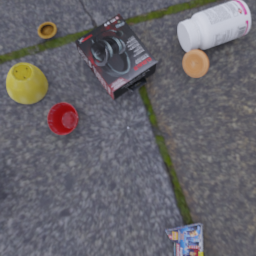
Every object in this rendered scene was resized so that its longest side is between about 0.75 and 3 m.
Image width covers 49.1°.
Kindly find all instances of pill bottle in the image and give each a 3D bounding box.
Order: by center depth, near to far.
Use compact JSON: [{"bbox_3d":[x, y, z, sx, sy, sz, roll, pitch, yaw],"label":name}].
[{"bbox_3d":[3.531,-4.195,11.701,2.655,1.505,1.505,-21,78,-5],"label":"pill bottle"}]

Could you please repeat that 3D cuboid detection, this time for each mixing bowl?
[{"bbox_3d":[-2.475,-0.333,11.161,1.276,0.691,1.276,-1,86,15],"label":"mixing bowl"}]

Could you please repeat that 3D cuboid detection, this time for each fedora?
[{"bbox_3d":[-3.519,-4.223,12.306,0.855,0.349,0.855,-1,79,4],"label":"fedora"}]

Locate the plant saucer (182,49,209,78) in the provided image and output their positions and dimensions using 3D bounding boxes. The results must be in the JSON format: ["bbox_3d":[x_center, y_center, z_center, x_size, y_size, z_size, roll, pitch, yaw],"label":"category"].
[{"bbox_3d":[2.645,-2.528,11.085,1.113,1.113,0.180,48,46,10],"label":"plant saucer"}]

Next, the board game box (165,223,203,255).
[{"bbox_3d":[2.045,4.194,10.333,1.349,0.416,1.350,3,77,2],"label":"board game box"}]

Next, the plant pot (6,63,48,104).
[{"bbox_3d":[-4.114,-1.944,11.206,1.651,1.172,1.651,3,69,-9],"label":"plant pot"}]

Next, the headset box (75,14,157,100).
[{"bbox_3d":[-0.398,-2.794,11.560,2.214,1.149,2.975,-34,79,-8],"label":"headset box"}]
